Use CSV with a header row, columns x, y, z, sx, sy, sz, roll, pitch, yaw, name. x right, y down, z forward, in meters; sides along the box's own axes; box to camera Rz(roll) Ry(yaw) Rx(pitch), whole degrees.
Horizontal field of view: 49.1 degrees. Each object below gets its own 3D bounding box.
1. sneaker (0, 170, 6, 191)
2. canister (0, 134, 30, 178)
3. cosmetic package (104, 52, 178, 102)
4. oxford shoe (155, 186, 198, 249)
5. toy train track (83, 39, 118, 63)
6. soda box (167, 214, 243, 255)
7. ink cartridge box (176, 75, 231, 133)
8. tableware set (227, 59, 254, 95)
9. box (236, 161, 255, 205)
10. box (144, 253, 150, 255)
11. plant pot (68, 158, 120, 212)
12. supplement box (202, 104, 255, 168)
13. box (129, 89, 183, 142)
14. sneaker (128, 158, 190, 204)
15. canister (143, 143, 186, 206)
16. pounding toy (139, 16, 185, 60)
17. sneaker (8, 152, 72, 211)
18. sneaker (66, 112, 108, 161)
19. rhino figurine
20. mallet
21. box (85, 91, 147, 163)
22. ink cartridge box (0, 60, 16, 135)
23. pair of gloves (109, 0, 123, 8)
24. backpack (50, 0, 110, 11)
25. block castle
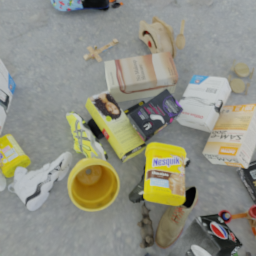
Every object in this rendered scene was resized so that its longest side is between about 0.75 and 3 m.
x,y,z,sx,sy,sz,roll,pitch,yaw,name
-5.193,1.691,10.147,1.025,0.739,1.952,-37,61,-4,sneaker
-4.451,1.015,10.478,1.018,0.593,1.371,-36,67,-16,canister
0.502,-2.104,11.678,2.802,1.222,1.448,-12,65,-6,cosmetic package
1.600,2.874,9.334,0.817,0.868,2.320,26,65,21,oxford shoe
-1.259,-3.695,13.012,1.846,0.300,1.059,-33,68,-16,toy train track
1.714,3.779,7.673,0.948,2.993,1.059,8,30,-33,soda box
2.864,-0.967,10.843,1.431,0.826,1.972,17,73,42,ink cartridge box
4.825,-2.155,12.244,1.018,0.308,1.539,24,71,-2,tableware set
5.252,1.850,10.082,2.079,0.517,1.640,-17,65,-9,box
0.635,4.495,8.905,0.611,0.198,0.775,-31,69,-21,box
-1.234,1.707,9.361,1.623,1.527,1.623,-3,102,-16,plant pot
3.866,0.252,10.209,1.421,0.829,2.254,0,54,52,supplement box
0.985,-0.435,10.136,1.697,0.900,1.037,-35,78,-9,box
0.906,1.575,9.984,2.687,0.893,1.216,-33,68,-23,sneaker
1.179,1.474,8.990,1.333,0.777,1.794,11,52,-4,canister
1.739,-3.918,12.553,1.601,1.595,2.790,-22,46,-13,pounding toy
-3.130,1.610,9.988,1.366,0.893,2.377,32,71,12,sneaker
-1.750,0.399,10.553,0.927,0.915,2.426,-35,71,-8,sneaker
0.585,3.218,9.322,0.450,0.658,1.504,-13,60,18,rhino figurine
-0.327,-0.355,11.273,2.564,0.528,0.845,-22,68,-16,mallet
-0.498,-0.088,10.611,1.017,0.677,2.702,-27,76,-32,box
-5.462,-1.197,10.884,1.065,1.828,2.528,3,63,2,ink cartridge box
-0.691,-6.510,14.546,0.669,0.093,0.751,-28,69,-15,pair of gloves
-2.526,-7.162,13.835,2.946,1.982,2.689,-8,64,-3,backpack
3.811,3.716,8.835,1.544,1.084,2.310,-8,63,-4,block castle
